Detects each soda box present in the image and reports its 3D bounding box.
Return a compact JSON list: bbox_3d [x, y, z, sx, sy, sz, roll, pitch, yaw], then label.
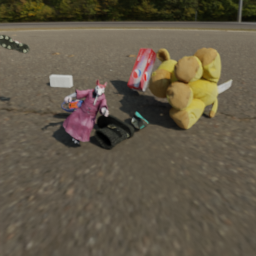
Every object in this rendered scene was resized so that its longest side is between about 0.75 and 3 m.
[{"bbox_3d":[0.623,-2.532,12.287,0.642,1.834,0.581,14,-7,36],"label":"soda box"}]

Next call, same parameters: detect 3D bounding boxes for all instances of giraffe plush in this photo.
[{"bbox_3d":[1.776,-1.622,9.687,2.950,2.545,2.392,-11,29,-44],"label":"giraffe plush"}]

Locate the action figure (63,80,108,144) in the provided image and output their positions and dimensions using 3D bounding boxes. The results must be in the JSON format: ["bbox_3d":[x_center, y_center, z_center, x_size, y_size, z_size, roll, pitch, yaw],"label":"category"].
[{"bbox_3d":[-0.999,-0.478,7.674,1.218,1.818,1.354,36,17,10],"label":"action figure"}]

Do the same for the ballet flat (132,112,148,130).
[{"bbox_3d":[0.315,-0.223,9.094,0.385,0.388,1.133,41,4,-18],"label":"ballet flat"}]

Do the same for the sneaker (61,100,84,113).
[{"bbox_3d":[-1.634,-0.770,9.319,1.216,0.458,0.477,-3,-8,3],"label":"sneaker"}]

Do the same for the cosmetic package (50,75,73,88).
[{"bbox_3d":[-3.268,-2.282,13.683,1.021,0.518,0.364,5,24,9],"label":"cosmetic package"}]

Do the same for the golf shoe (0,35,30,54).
[{"bbox_3d":[-3.571,-2.573,8.739,0.981,0.379,0.432,21,6,-15],"label":"golf shoe"}]

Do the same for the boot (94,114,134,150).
[{"bbox_3d":[-0.669,0.076,8.381,1.478,0.556,1.105,19,31,36],"label":"boot"}]
